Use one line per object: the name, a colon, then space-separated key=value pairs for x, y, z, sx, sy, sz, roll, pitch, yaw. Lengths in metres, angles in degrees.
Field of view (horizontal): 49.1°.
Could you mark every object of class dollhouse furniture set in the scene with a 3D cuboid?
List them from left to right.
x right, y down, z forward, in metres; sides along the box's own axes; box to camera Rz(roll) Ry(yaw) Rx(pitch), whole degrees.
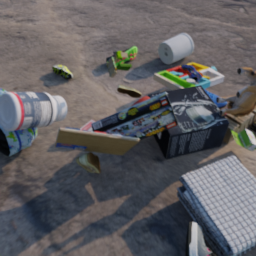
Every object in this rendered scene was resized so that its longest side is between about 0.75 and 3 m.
dollhouse furniture set: x=-0.343 y=-2.253 z=10.042 sx=0.473 sy=0.942 sz=0.617 roll=-3 pitch=75 yaw=-31

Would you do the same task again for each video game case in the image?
video game case: x=-1.266 y=0.188 z=11.077 sx=1.259 sy=0.110 sz=0.900 roll=28 pitch=49 yaw=26

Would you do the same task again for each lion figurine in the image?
lion figurine: x=4.044 y=-1.134 z=9.412 sx=1.653 sy=2.699 sz=0.978 roll=-6 pitch=69 yaw=-15

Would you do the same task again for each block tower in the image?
block tower: x=4.663 y=-0.447 z=11.270 sx=2.810 sy=0.812 sz=0.759 roll=-29 pitch=50 yaw=-29

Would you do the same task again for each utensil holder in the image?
utensil holder: x=2.539 y=-4.214 z=15.017 sx=1.502 sy=1.277 sz=1.277 roll=-30 pitch=51 yaw=-25

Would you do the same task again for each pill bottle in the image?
pill bottle: x=-3.074 y=-0.583 z=9.198 sx=1.191 sy=1.191 sz=1.992 roll=33 pitch=25 yaw=30

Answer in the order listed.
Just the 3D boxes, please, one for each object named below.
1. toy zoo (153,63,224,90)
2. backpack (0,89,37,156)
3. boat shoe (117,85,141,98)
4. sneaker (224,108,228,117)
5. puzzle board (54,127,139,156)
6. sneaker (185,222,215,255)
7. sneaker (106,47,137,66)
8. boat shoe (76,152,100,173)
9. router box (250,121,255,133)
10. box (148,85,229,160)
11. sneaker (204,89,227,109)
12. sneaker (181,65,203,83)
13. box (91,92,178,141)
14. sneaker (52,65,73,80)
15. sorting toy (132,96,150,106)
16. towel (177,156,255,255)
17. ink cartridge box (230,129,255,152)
toy zoo: x=2.902 y=-2.319 z=12.692 sx=2.982 sy=0.305 sz=1.957 roll=-22 pitch=41 yaw=-30
backpack: x=-4.526 y=-0.186 z=10.183 sx=1.954 sy=2.073 sz=2.541 roll=-14 pitch=49 yaw=-34
boat shoe: x=0.060 y=-1.457 z=10.974 sx=0.979 sy=0.359 sz=0.307 roll=19 pitch=46 yaw=-7
sneaker: x=4.420 y=-0.877 z=11.928 sx=1.185 sy=0.514 sz=0.437 roll=-31 pitch=51 yaw=-28
puzzle board: x=-0.988 y=0.420 z=8.312 sx=2.231 sy=1.681 sz=0.194 roll=9 pitch=69 yaw=-16
sneaker: x=2.216 y=3.546 z=6.698 sx=1.558 sy=1.079 sz=2.581 roll=0 pitch=49 yaw=5
sneaker: x=-0.319 y=-3.915 z=15.009 sx=2.087 sy=0.801 sz=0.874 roll=-32 pitch=56 yaw=-32
boat shoe: x=-1.245 y=1.148 z=9.103 sx=0.475 sy=1.515 sz=0.555 roll=-11 pitch=65 yaw=5
router box: x=5.728 y=0.050 z=11.038 sx=1.062 sy=0.353 sz=1.351 roll=-29 pitch=50 yaw=-28
box: x=2.107 y=-0.262 z=10.561 sx=2.242 sy=1.413 sz=2.281 roll=-11 pitch=48 yaw=-13
sneaker: x=3.296 y=-1.364 z=12.229 sx=2.064 sy=0.809 sz=0.680 roll=12 pitch=41 yaw=13
sneaker: x=2.638 y=-2.275 z=11.684 sx=1.082 sy=0.407 sz=0.424 roll=29 pitch=79 yaw=-15
box: x=0.273 y=-0.108 z=8.765 sx=2.421 sy=1.657 sz=0.483 roll=-23 pitch=65 yaw=9
sneaker: x=-3.221 y=-2.876 z=14.090 sx=1.377 sy=0.519 sz=0.526 roll=32 pitch=52 yaw=28
sorting toy: x=0.223 y=-0.290 z=10.379 sx=1.232 sy=2.050 sz=0.841 roll=-32 pitch=83 yaw=-44
towel: x=2.877 y=2.272 z=8.154 sx=2.118 sy=1.095 sz=2.558 roll=-19 pitch=48 yaw=-17
ink cartridge box: x=4.161 y=0.377 z=9.989 sx=0.931 sy=0.352 sz=0.688 roll=22 pitch=42 yaw=-31
